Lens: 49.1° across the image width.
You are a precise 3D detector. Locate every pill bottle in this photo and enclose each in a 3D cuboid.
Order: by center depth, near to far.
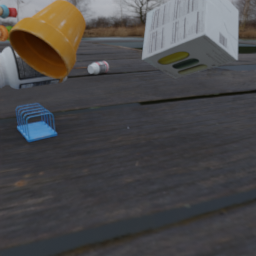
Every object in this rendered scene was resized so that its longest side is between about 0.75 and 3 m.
[{"bbox_3d":[-3.540,-2.160,9.873,2.521,1.467,1.467,-14,26,-27],"label":"pill bottle"},{"bbox_3d":[-2.030,-4.008,18.815,0.760,0.760,1.372,17,27,35],"label":"pill bottle"}]

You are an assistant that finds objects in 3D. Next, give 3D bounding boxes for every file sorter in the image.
[{"bbox_3d":[-3.167,-0.233,9.544,0.957,0.846,1.380,-14,26,-32],"label":"file sorter"}]

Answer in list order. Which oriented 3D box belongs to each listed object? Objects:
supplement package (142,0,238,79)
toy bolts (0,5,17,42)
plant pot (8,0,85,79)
[{"bbox_3d":[1.706,-2.557,7.760,1.567,1.556,2.065,18,-18,-40],"label":"supplement package"},{"bbox_3d":[-3.928,-3.425,9.114,1.077,1.128,0.782,1,16,19],"label":"toy bolts"},{"bbox_3d":[-2.263,-2.841,8.603,1.974,1.974,1.807,13,63,29],"label":"plant pot"}]
